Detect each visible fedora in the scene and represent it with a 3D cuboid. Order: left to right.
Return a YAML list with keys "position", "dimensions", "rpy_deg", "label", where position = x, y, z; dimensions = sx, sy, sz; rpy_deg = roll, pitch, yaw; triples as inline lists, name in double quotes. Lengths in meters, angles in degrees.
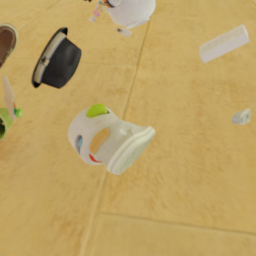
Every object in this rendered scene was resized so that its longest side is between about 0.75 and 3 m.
- position: [-2.025, -1.916, 8.392]
  dimensions: [0.931, 2.039, 2.039]
  rpy_deg: [30, 41, -9]
  label: "fedora"

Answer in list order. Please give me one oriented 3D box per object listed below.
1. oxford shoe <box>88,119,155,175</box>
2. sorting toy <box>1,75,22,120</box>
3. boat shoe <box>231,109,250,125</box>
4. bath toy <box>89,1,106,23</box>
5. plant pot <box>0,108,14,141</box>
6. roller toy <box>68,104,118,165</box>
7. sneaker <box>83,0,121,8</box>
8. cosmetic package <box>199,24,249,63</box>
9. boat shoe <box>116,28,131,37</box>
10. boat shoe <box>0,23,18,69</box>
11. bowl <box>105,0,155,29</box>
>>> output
- position: [-0.061, 0.286, 5.669]
  dimensions: [0.805, 1.048, 2.787]
  rpy_deg: [35, 7, 10]
  label: "oxford shoe"
- position: [-1.900, -0.400, 4.604]
  dimensions: [0.117, 0.586, 0.793]
  rpy_deg: [-17, 64, -30]
  label: "sorting toy"
- position: [2.875, -0.297, 7.141]
  dimensions: [0.367, 0.359, 1.030]
  rpy_deg: [4, 13, 33]
  label: "boat shoe"
- position: [-1.197, -4.521, 10.996]
  dimensions: [0.321, 0.869, 0.378]
  rpy_deg: [27, 10, -26]
  label: "bath toy"
- position: [-3.354, -0.156, 7.205]
  dimensions: [0.861, 0.861, 0.818]
  rpy_deg: [3, 19, 3]
  label: "plant pot"
- position: [-0.659, 0.209, 6.433]
  dimensions: [1.214, 1.331, 0.930]
  rpy_deg: [-45, 55, 3]
  label: "roller toy"
- position: [-1.059, -4.721, 9.793]
  dimensions: [1.302, 0.902, 2.324]
  rpy_deg: [-30, 53, 25]
  label: "sneaker"
- position: [3.372, -2.958, 9.946]
  dimensions: [1.655, 0.419, 0.683]
  rpy_deg: [-22, 35, 32]
  label: "cosmetic package"
- position: [-0.234, -4.464, 13.004]
  dimensions: [0.318, 0.323, 0.911]
  rpy_deg: [9, 21, -43]
  label: "boat shoe"
- position: [-2.884, -1.651, 6.243]
  dimensions: [0.537, 1.454, 0.538]
  rpy_deg: [22, 46, -29]
  label: "boat shoe"
- position: [0.219, -4.414, 10.722]
  dimensions: [2.046, 0.920, 2.046]
  rpy_deg: [-19, 11, 4]
  label: "bowl"
